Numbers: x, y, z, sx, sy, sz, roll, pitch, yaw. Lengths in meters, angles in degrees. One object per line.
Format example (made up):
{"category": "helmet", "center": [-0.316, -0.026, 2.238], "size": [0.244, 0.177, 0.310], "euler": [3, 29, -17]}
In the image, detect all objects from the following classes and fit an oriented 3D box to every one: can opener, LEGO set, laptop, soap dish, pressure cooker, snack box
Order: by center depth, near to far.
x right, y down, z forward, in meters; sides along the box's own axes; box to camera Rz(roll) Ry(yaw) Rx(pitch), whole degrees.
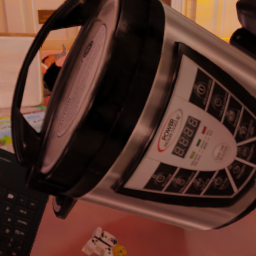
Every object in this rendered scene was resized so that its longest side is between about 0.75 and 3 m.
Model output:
{"category": "laptop", "center": [-1.822, 0.395, 2.467], "size": [2.451, 1.428, 2.765], "euler": [26, 27, -15]}
{"category": "LEGO set", "center": [0.020, 1.252, 2.543], "size": [1.017, 0.388, 0.417], "euler": [34, 26, -7]}
{"category": "pressure cooker", "center": [0.090, -0.163, 3.244], "size": [2.639, 2.357, 2.321], "euler": [23, 48, -21]}
{"category": "can opener", "center": [2.198, -0.741, 3.409], "size": [0.967, 0.779, 2.459], "euler": [15, 30, -48]}
{"category": "snack box", "center": [-2.100, 0.176, 5.785], "size": [2.012, 0.681, 1.697], "euler": [-17, 23, -35]}
{"category": "soap dish", "center": [-3.090, -1.502, 7.356], "size": [1.544, 1.963, 0.797], "euler": [-8, 29, -25]}

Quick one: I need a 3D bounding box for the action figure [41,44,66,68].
{"category": "action figure", "center": [-3.213, -2.035, 9.768], "size": [2.490, 2.574, 1.346], "euler": [-25, 68, -16]}

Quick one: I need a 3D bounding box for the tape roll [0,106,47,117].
{"category": "tape roll", "center": [-2.969, -0.211, 7.363], "size": [1.833, 0.440, 1.833], "euler": [0, 17, 0]}

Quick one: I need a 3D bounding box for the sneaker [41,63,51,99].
{"category": "sneaker", "center": [-2.926, -1.418, 8.708], "size": [1.049, 1.115, 2.722], "euler": [12, -6, 44]}
